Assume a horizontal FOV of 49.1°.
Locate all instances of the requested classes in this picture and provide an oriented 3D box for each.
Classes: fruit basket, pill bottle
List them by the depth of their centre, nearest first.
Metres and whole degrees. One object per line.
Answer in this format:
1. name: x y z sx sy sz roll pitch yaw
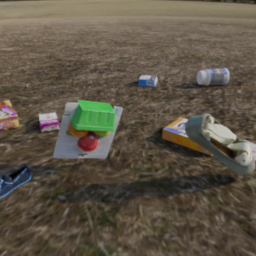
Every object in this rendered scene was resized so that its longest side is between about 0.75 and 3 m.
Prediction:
1. fruit basket: -1.133 0.110 7.817 1.657 1.789 0.839 3 37 -29
2. pill bottle: 4.458 -2.680 14.788 1.486 0.846 0.846 -5 28 -9

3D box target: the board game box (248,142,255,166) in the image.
1. board game box: 3.879 0.799 8.776 0.942 0.190 0.720 -24 36 -38

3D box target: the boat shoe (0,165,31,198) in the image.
1. boat shoe: -3.200 1.390 7.347 0.556 0.454 1.322 15 31 26

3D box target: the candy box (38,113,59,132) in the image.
1. candy box: -3.010 -0.225 10.627 0.680 0.304 0.997 -9 29 -16

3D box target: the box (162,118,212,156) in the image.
1. box: 2.373 0.276 9.548 2.096 0.435 1.248 18 32 34

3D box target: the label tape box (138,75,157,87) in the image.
1. label tape box: 1.102 -2.606 15.137 0.863 0.398 1.205 6 30 12

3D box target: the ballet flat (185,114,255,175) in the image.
1. ballet flat: 2.559 0.471 7.099 2.529 0.805 0.852 31 64 -18

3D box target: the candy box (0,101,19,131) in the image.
1. candy box: -4.982 -0.473 10.892 1.055 0.510 1.808 -15 29 -26
